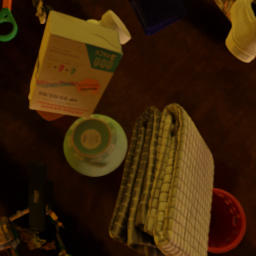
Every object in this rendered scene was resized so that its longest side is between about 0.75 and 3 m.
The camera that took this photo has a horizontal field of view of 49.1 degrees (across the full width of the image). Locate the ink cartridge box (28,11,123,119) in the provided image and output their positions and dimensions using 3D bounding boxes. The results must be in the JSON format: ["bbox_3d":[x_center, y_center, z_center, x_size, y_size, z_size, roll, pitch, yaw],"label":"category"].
[{"bbox_3d":[-1.396,-1.144,6.643,1.550,2.693,0.914,9,48,-25],"label":"ink cartridge box"}]

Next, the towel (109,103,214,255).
[{"bbox_3d":[0.903,1.336,5.992,1.277,2.471,2.984,-6,54,30],"label":"towel"}]

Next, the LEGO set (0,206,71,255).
[{"bbox_3d":[-2.867,3.333,7.874,2.295,1.729,2.985,-17,75,-5],"label":"LEGO set"}]

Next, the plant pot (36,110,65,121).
[{"bbox_3d":[-2.521,-0.898,9.375,0.988,1.411,1.411,-34,76,9],"label":"plant pot"}]

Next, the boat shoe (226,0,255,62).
[{"bbox_3d":[3.011,-2.677,6.661,1.020,0.970,2.833,38,48,-2],"label":"boat shoe"}]

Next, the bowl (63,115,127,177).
[{"bbox_3d":[-1.107,0.425,9.033,2.157,1.128,2.157,0,73,-1],"label":"bowl"}]

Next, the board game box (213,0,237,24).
[{"bbox_3d":[4.399,-5.000,10.672,1.547,0.940,1.940,-28,75,-8],"label":"board game box"}]

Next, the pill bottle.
[{"bbox_3d":[-1.080,-2.165,7.833,2.245,1.257,1.257,-35,75,20],"label":"pill bottle"}]

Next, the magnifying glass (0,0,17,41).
[{"bbox_3d":[-4.752,-4.411,10.880,0.902,0.254,2.266,-2,73,0],"label":"magnifying glass"}]

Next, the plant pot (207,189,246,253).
[{"bbox_3d":[2.322,2.659,8.179,1.668,1.519,1.668,0,74,-1],"label":"plant pot"}]

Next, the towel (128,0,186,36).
[{"bbox_3d":[0.722,-3.817,8.196,1.382,0.464,1.871,-26,84,14],"label":"towel"}]

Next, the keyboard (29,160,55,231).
[{"bbox_3d":[-1.833,1.483,6.069,0.789,0.300,1.515,10,101,37],"label":"keyboard"}]

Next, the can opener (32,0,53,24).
[{"bbox_3d":[-3.426,-4.941,10.966,0.656,0.520,1.975,-10,72,-39],"label":"can opener"}]
